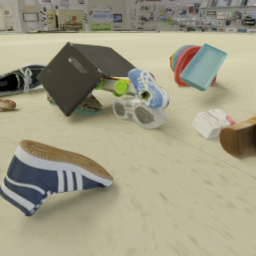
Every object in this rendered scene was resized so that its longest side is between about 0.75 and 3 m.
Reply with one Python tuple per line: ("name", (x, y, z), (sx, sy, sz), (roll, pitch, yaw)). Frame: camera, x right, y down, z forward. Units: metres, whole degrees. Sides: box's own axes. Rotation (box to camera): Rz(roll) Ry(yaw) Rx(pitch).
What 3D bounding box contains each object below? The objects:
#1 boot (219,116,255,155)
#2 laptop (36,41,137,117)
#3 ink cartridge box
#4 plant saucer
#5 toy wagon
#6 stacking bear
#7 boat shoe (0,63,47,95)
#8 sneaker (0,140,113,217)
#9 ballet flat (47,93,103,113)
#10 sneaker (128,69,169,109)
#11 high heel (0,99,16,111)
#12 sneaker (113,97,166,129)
("boot", (3.419, 0.305, 5.449), (2.111, 1.043, 2.719), (-13, 12, -14))
("laptop", (-1.172, -1.586, 8.723), (2.283, 2.439, 1.413), (46, 4, 37))
("ink cartridge box", (2.153, -0.114, 7.060), (0.855, 0.354, 0.627), (-14, 48, -30))
("plant saucer", (2.697, -2.182, 9.881), (0.979, 0.266, 2.801), (29, 49, 11))
("toy wagon", (-0.491, -1.262, 8.660), (2.354, 0.466, 1.826), (13, 3, 20))
("stacking bear", (2.631, -2.900, 12.588), (1.740, 1.629, 2.865), (-2, 17, -5))
("boat shoe", (-4.033, -1.809, 10.464), (2.734, 1.009, 0.934), (-17, 24, -34))
("sneaker", (-1.112, 0.892, 4.469), (1.822, 0.988, 0.639), (27, 7, -44))
("ballet flat", (-1.787, -1.053, 8.910), (2.225, 0.838, 0.755), (15, 28, 31))
("sneaker", (0.410, -1.039, 7.116), (0.583, 0.573, 1.513), (-10, 43, -34))
("high heel", (-4.089, -0.676, 8.464), (0.900, 0.451, 1.263), (7, 14, 33))
("sneaker", (0.439, -0.561, 7.768), (0.927, 0.727, 1.865), (-25, 32, -35))
